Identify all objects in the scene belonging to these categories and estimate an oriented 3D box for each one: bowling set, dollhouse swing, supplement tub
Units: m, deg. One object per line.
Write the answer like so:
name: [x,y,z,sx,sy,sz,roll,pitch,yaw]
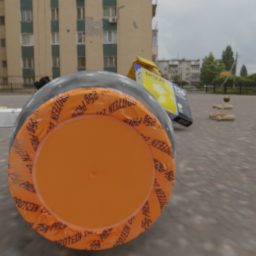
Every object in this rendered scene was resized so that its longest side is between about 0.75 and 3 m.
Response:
bowling set: [4.443,-0.949,13.604,0.905,1.174,1.687,-2,5,-6]
dollhouse swing: [0.657,-2.206,12.203,1.106,1.217,1.070,15,32,-22]
supplement tub: [-0.441,0.170,3.829,1.835,1.835,2.995,-1,9,-5]

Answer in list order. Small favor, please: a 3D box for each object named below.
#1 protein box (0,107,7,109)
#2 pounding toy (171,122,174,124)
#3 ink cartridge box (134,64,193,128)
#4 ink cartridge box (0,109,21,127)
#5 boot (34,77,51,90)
protein box: [-6.129,-0.598,12.796,0.928,0.626,0.921,-1,9,-4]
pounding toy: [1.059,-0.968,12.895,2.046,1.230,2.651,-4,13,-30]
ink cartridge box: [1.338,-1.343,10.570,2.298,2.325,0.546,20,-41,-28]
ink cartridge box: [-4.838,-0.432,11.645,1.927,0.654,1.118,-4,10,-24]
boot: [-2.419,-0.837,8.079,0.875,1.062,0.348,-26,13,15]
